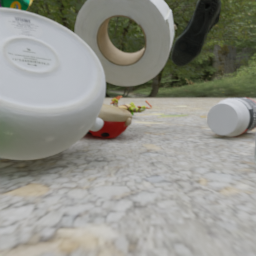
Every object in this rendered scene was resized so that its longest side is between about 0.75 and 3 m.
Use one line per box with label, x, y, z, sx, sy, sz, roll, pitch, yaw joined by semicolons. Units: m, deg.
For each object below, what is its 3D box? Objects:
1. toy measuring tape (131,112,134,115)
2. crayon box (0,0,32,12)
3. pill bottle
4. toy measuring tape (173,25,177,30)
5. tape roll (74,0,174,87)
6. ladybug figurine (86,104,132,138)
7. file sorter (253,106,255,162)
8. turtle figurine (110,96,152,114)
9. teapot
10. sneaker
toy measuring tape;-0.361;-0.898;13.981;1.588;0.584;0.584;0;8;-2
crayon box;-3.340;-3.448;7.898;0.731;1.490;2.509;33;26;-31
pill bottle;2.924;-0.300;7.708;1.018;1.018;1.758;7;11;40
toy measuring tape;1.710;-4.405;11.598;0.603;0.603;1.639;-3;27;-22
tape roll;-0.083;-2.723;8.368;2.880;2.880;1.007;2;36;15
ladybug figurine;-0.937;-0.268;7.536;2.326;0.837;1.579;14;5;34
file sorter;2.996;0.155;4.391;1.612;1.004;1.118;-2;8;-16
turtle figurine;-0.331;-0.817;12.464;2.437;0.785;1.966;18;25;37
teapot;-2.003;-0.499;5.058;2.971;2.169;2.932;34;42;-2
sneaker;2.493;-3.418;9.989;0.994;2.601;1.490;31;29;14
